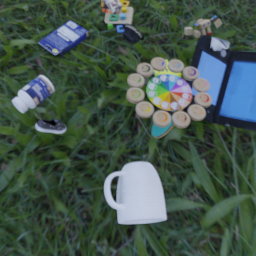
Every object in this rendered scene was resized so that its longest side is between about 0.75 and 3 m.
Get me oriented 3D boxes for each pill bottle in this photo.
[{"bbox_3d":[-3.191,-1.110,9.390,0.726,0.726,1.308,35,64,18],"label":"pill bottle"}]

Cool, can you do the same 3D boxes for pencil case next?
[{"bbox_3d":[-0.723,-5.012,10.927,0.559,0.487,1.251,-25,79,-41],"label":"pencil case"}]

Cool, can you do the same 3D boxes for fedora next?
[{"bbox_3d":[0.115,-3.460,10.504,0.964,0.964,0.440,29,87,15],"label":"fedora"}]

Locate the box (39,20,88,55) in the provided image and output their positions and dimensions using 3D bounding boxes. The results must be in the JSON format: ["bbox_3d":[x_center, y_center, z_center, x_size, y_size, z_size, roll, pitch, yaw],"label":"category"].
[{"bbox_3d":[-3.121,-4.300,13.573,1.278,0.342,2.110,38,66,19],"label":"box"}]

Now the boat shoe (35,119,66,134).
[{"bbox_3d":[-2.202,-0.101,8.229,0.395,1.128,0.374,47,111,28],"label":"boat shoe"}]

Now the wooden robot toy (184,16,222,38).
[{"bbox_3d":[2.681,-3.723,10.329,1.409,0.621,0.639,-23,38,-2],"label":"wooden robot toy"}]

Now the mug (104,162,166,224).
[{"bbox_3d":[0.162,2.073,9.053,2.090,1.543,1.832,12,61,-33],"label":"mug"}]

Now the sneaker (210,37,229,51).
[{"bbox_3d":[2.859,-2.565,8.742,0.335,0.392,0.899,5,26,-12],"label":"sneaker"}]

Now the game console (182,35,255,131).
[{"bbox_3d":[3.228,-1.478,8.939,2.317,1.533,2.634,20,83,-27],"label":"game console"}]

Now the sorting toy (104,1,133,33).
[{"bbox_3d":[-0.466,-5.899,14.478,1.376,0.333,2.444,5,61,3],"label":"sorting toy"}]

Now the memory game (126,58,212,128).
[{"bbox_3d":[1.046,-0.948,7.118,2.241,0.143,2.241,3,59,-4],"label":"memory game"}]

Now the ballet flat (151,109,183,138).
[{"bbox_3d":[1.383,-0.411,8.643,0.617,0.567,1.798,40,104,35],"label":"ballet flat"}]

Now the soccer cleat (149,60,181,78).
[{"bbox_3d":[1.307,-2.109,10.137,0.646,1.999,0.836,22,94,-25],"label":"soccer cleat"}]

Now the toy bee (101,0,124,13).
[{"bbox_3d":[-0.766,-5.449,11.895,1.214,1.854,1.008,5,82,-10],"label":"toy bee"}]
